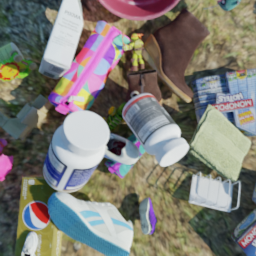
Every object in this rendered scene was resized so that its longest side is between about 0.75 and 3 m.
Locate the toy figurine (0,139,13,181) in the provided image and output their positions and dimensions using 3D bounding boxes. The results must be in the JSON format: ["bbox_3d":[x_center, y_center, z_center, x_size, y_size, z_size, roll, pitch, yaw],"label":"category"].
[{"bbox_3d":[-4.346,0.712,7.930,2.153,1.756,2.340,14,60,-12],"label":"toy figurine"}]

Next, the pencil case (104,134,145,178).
[{"bbox_3d":[0.096,0.645,8.063,0.710,0.771,1.669,41,86,5],"label":"pencil case"}]

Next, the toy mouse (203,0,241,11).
[{"bbox_3d":[2.820,-3.440,7.558,1.534,1.726,0.334,-25,107,13],"label":"toy mouse"}]

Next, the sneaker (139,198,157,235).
[{"bbox_3d":[0.607,2.520,7.979,0.503,0.352,1.012,25,54,-39],"label":"sneaker"}]

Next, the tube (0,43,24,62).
[{"bbox_3d":[-4.458,-1.587,8.365,2.734,0.710,0.793,-27,45,2],"label":"tube"}]

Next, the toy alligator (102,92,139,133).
[{"bbox_3d":[-0.248,-0.357,7.669,0.523,0.379,1.578,29,117,-28],"label":"toy alligator"}]

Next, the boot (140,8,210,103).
[{"bbox_3d":[1.629,-2.127,8.155,1.945,0.846,2.339,-40,77,8],"label":"boot"}]

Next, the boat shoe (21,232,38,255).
[{"bbox_3d":[-2.516,3.109,7.090,0.322,0.286,0.875,5,82,2],"label":"boat shoe"}]

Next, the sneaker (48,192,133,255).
[{"bbox_3d":[-0.973,2.436,7.486,2.586,1.044,0.989,40,127,-18],"label":"sneaker"}]

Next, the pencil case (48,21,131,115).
[{"bbox_3d":[-1.099,-1.602,8.046,1.292,1.292,2.924,30,83,3],"label":"pencil case"}]

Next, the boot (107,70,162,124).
[{"bbox_3d":[0.097,-0.887,7.929,1.683,0.609,1.400,-11,124,4],"label":"boot"}]

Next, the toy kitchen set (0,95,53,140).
[{"bbox_3d":[-3.191,-0.595,7.987,1.282,1.159,1.421,38,85,4],"label":"toy kitchen set"}]

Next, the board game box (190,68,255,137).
[{"bbox_3d":[3.006,-0.625,8.274,1.935,0.597,1.934,-10,84,-1],"label":"board game box"}]

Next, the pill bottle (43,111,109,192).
[{"bbox_3d":[-1.284,0.613,6.797,1.255,2.170,1.255,14,52,-18],"label":"pill bottle"}]

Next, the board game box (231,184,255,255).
[{"bbox_3d":[4.221,2.666,7.845,2.609,0.805,2.607,-40,85,-3],"label":"board game box"}]

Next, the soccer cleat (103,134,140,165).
[{"bbox_3d":[-0.720,0.397,7.639,2.220,0.958,0.775,11,66,29],"label":"soccer cleat"}]

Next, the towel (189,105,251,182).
[{"bbox_3d":[2.566,0.471,7.715,2.015,0.368,1.495,37,70,-24],"label":"towel"}]

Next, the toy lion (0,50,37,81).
[{"bbox_3d":[-3.287,-1.711,8.101,0.943,0.984,0.338,-47,67,9],"label":"toy lion"}]

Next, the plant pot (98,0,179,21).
[{"bbox_3d":[0.323,-4.789,7.686,2.659,2.659,2.380,3,56,0],"label":"plant pot"}]

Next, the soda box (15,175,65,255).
[{"bbox_3d":[-2.408,2.850,7.749,1.011,0.955,2.984,3,85,1],"label":"soda box"}]

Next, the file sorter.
[{"bbox_3d":[2.430,1.787,7.850,1.194,0.744,0.829,13,69,1],"label":"file sorter"}]

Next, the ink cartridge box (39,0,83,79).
[{"bbox_3d":[-1.580,-2.851,7.445,0.833,2.373,2.920,23,86,-19],"label":"ink cartridge box"}]

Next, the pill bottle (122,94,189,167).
[{"bbox_3d":[0.657,0.045,6.899,0.991,0.991,1.711,-32,60,-3],"label":"pill bottle"}]

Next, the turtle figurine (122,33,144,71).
[{"bbox_3d":[0.257,-2.238,8.089,0.432,1.342,1.082,3,113,25],"label":"turtle figurine"}]
